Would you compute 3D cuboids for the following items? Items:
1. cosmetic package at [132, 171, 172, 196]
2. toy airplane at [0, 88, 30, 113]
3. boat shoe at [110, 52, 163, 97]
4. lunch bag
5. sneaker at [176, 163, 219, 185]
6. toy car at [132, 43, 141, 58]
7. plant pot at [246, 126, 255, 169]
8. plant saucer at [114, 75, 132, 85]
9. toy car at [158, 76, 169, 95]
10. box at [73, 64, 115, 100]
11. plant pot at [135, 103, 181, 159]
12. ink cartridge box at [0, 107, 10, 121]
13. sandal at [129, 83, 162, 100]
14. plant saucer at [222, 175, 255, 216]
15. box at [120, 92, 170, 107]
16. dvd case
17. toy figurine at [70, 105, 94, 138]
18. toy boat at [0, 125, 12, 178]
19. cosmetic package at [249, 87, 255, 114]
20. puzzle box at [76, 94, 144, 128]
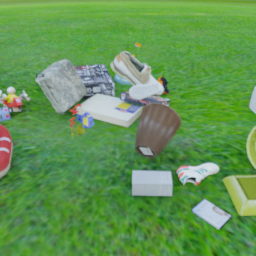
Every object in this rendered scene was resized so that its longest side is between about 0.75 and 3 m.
[{"bbox_3d":[0.651,1.538,7.782,1.109,0.500,0.592,0,30,5],"label":"cosmetic package"},{"bbox_3d":[-5.038,-1.260,11.968,1.391,0.986,1.397,8,16,-3],"label":"toy airplane"},{"bbox_3d":[0.514,-2.086,11.090,2.417,0.827,0.903,29,39,-20],"label":"boat shoe"},{"bbox_3d":[-2.759,-1.661,11.309,1.264,1.814,1.521,-8,35,27],"label":"lunch bag"},{"bbox_3d":[2.069,1.398,8.133,1.259,0.443,0.589,-4,43,-6],"label":"sneaker"},{"bbox_3d":[0.270,-3.784,14.139,0.335,1.006,0.493,24,4,-4],"label":"toy car"},{"bbox_3d":[4.851,0.534,8.515,1.627,1.770,1.770,-10,30,-37],"label":"plant pot"},{"bbox_3d":[0.097,-2.783,15.303,1.764,0.242,1.764,0,30,0],"label":"plant saucer"},{"bbox_3d":[1.257,-1.970,13.103,0.610,0.899,1.833,-18,-9,35],"label":"toy car"},{"bbox_3d":[-2.071,-2.369,14.093,2.327,0.734,2.950,-7,31,-12],"label":"box"},{"bbox_3d":[0.818,0.194,8.935,1.363,1.363,1.458,14,56,22],"label":"plant pot"},{"bbox_3d":[-5.323,-0.519,11.384,0.906,0.346,0.618,-15,34,-21],"label":"ink cartridge box"},{"bbox_3d":[0.636,-1.282,10.000,1.303,0.530,0.320,-4,-6,32],"label":"sandal"},{"bbox_3d":[3.476,1.723,7.591,1.396,0.335,1.398,-1,31,-1],"label":"plant saucer"},{"bbox_3d":[0.741,-1.210,12.049,1.862,0.351,1.271,15,13,19],"label":"box"},{"bbox_3d":[2.108,2.169,7.098,0.587,0.072,0.822,-26,39,-36],"label":"dvd case"},{"bbox_3d":[-1.267,-0.108,8.072,0.617,1.029,0.543,18,32,25],"label":"toy figurine"},{"bbox_3d":[-4.457,0.464,8.517,1.545,1.548,2.368,-9,32,-14],"label":"toy boat"},{"bbox_3d":[6.825,-1.067,11.611,2.939,1.088,1.494,-2,31,-8],"label":"cosmetic package"},{"bbox_3d":[-0.723,-0.785,11.837,2.492,0.317,1.658,16,34,24],"label":"puzzle box"}]
